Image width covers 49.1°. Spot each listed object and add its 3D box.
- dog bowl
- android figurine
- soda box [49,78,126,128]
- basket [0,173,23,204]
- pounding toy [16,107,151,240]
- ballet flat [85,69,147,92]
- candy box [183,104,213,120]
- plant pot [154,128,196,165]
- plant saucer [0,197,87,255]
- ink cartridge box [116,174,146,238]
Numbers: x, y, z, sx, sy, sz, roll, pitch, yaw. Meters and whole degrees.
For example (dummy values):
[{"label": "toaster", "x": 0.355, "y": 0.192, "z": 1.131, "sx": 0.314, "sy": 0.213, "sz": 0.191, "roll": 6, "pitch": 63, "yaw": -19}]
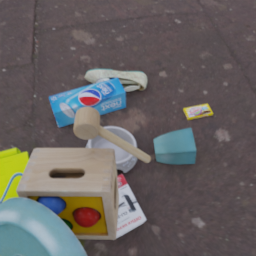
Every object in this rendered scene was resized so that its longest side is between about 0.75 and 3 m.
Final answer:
[{"label": "dog bowl", "x": -0.540, "y": 0.689, "z": 9.374, "sx": 1.814, "sy": 0.532, "sz": 1.814, "roll": 5, "pitch": 46, "yaw": -5}, {"label": "android figurine", "x": -3.852, "y": 1.779, "z": 8.749, "sx": 2.786, "sy": 0.572, "sz": 2.536, "roll": -18, "pitch": 57, "yaw": -13}, {"label": "soda box", "x": -1.478, "y": -0.959, "z": 10.483, "sx": 2.685, "sy": 0.911, "sz": 0.862, "roll": -19, "pitch": 57, "yaw": -13}, {"label": "basket", "x": -2.666, "y": 2.285, "z": 7.901, "sx": 1.930, "sy": 1.342, "sz": 1.702, "roll": 17, "pitch": 57, "yaw": 0}, {"label": "pounding toy", "x": -0.803, "y": 1.095, "z": 5.707, "sx": 2.543, "sy": 2.894, "sz": 1.324, "roll": 0, "pitch": 41, "yaw": 3}, {"label": "ballet flat", "x": -0.502, "y": -1.869, "z": 11.215, "sx": 2.552, "sy": 0.861, "sz": 0.796, "roll": 0, "pitch": 64, "yaw": 1}, {"label": "candy box", "x": 2.666, "y": -0.613, "z": 10.721, "sx": 1.012, "sy": 0.134, "sz": 0.517, "roll": -12, "pitch": 53, "yaw": -8}, {"label": "plant pot", "x": 1.526, "y": 0.671, "z": 9.370, "sx": 1.286, "sy": 0.909, "sz": 0.909, "roll": -6, "pitch": 55, "yaw": 5}, {"label": "plant saucer", "x": -1.645, "y": 2.476, "z": 4.789, "sx": 2.620, "sy": 2.620, "sz": 0.359, "roll": 33, "pitch": 27, "yaw": 21}, {"label": "ink cartridge box", "x": -0.319, "y": 2.299, "z": 8.148, "sx": 1.088, "sy": 0.632, "sz": 1.508, "roll": -24, "pitch": 72, "yaw": -16}]
